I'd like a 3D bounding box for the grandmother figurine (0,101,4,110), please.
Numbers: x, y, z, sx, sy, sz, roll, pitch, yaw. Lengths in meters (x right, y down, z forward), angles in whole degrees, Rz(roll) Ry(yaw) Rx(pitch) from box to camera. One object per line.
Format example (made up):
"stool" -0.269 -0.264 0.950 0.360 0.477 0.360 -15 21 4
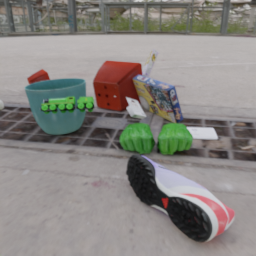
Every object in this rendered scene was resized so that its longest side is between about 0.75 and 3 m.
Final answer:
"grandmother figurine" -6.296 -0.865 11.843 1.942 0.588 1.178 -13 54 -35

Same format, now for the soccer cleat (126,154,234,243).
"soccer cleat" 0.994 1.400 6.211 1.012 0.943 2.764 -3 22 -38

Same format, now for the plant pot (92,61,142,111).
"plant pot" -0.524 -1.758 12.397 1.880 1.882 1.658 10 35 26

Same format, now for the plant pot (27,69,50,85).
"plant pot" -4.636 -2.318 14.646 0.975 1.106 1.105 -24 31 -21

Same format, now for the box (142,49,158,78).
"box" 1.044 -3.110 13.598 0.292 1.509 0.313 32 -17 -31

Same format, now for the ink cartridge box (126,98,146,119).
"ink cartridge box" 0.212 -0.652 9.429 0.781 0.175 0.688 8 49 -57

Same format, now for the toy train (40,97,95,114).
"toy train" -1.464 -0.568 6.805 1.334 0.278 0.376 -3 66 0

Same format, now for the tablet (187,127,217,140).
"tablet" 2.368 0.171 9.940 1.429 0.098 0.930 3 23 5

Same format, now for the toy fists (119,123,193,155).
"toy fists" 0.856 0.354 8.714 2.253 0.775 1.148 2 16 7

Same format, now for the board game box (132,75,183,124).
"board game box" 1.159 -1.196 11.271 0.392 1.534 2.264 -35 36 -18

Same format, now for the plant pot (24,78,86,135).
"plant pot" -2.447 -0.752 9.965 2.087 1.675 2.087 -4 21 1
